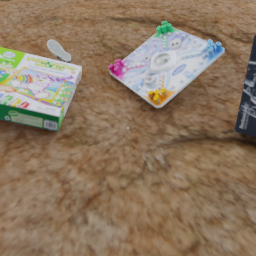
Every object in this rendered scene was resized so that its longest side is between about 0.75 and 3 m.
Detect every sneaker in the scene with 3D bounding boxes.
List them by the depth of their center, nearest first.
[{"bbox_3d":[-2.455,-2.689,10.000,1.035,0.411,0.406,44,81,1],"label":"sneaker"}]

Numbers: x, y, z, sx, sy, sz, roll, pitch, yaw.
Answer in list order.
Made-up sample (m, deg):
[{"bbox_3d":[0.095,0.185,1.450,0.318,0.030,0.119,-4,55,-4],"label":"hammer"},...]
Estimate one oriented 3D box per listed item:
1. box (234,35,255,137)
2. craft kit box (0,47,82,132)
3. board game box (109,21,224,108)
[{"bbox_3d":[4.290,-0.950,7.104,2.377,2.611,1.359,18,27,32],"label":"box"},{"bbox_3d":[-3.221,-1.334,8.813,2.972,0.721,2.935,12,38,-5],"label":"craft kit box"},{"bbox_3d":[1.147,-2.330,9.504,2.926,0.379,2.927,-41,48,-7],"label":"board game box"}]
